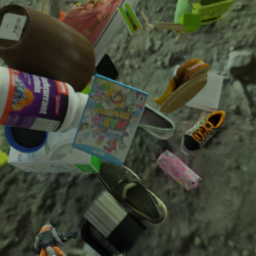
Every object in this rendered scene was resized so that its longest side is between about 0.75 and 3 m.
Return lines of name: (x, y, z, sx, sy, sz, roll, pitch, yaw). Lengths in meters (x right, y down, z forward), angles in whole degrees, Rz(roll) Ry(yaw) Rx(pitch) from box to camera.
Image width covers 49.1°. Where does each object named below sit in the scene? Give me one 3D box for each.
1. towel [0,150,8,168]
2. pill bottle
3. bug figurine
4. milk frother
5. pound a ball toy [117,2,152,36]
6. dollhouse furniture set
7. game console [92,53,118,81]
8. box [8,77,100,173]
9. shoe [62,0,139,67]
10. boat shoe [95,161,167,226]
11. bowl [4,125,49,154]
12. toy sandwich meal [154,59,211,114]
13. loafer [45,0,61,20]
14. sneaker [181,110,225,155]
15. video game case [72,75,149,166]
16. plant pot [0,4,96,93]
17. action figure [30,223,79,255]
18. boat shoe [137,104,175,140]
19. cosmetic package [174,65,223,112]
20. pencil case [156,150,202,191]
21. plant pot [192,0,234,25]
towel: (-5.083, 0.401, 8.383, 2.983, 0.269, 1.284, 39, 52, 11)
pill bottle: (-1.585, -0.439, 5.188, 1.750, 0.975, 0.975, 10, 68, -37)
bug figurine: (-2.033, -4.690, 10.009, 2.075, 0.689, 2.676, 2, 72, 0)
milk frother: (-0.553, 2.637, 7.197, 1.565, 1.664, 1.502, 40, 81, 12)
pound a ball toy: (0.160, -2.413, 6.237, 0.491, 0.320, 0.752, -29, 96, 10)
dollhouse furniture set: (1.086, -3.047, 6.716, 1.154, 2.989, 1.494, 4, 98, 2)
game console: (-1.249, -1.771, 9.339, 1.723, 0.208, 1.016, -26, 74, -7)
box: (-1.937, -0.061, 8.127, 2.266, 1.241, 2.568, 1, 70, 6)
shoe: (-0.738, -2.938, 7.169, 1.289, 1.013, 2.834, 35, 110, -7)
boat shoe: (0.042, 1.715, 7.825, 2.505, 0.823, 0.895, 39, 80, 18)
bowl: (-2.546, 0.083, 7.083, 1.116, 0.219, 1.116, 1, 100, 3)
toy sandwich meal: (1.080, -0.821, 5.743, 1.344, 1.344, 0.460, -34, 76, -10)
loafer: (-1.824, -3.159, 6.795, 0.369, 0.421, 1.172, 23, 107, 38)
sneaker: (2.267, 0.085, 8.504, 0.701, 0.692, 1.791, 42, 79, 10)
video game case: (-0.283, -0.101, 4.220, 0.842, 0.105, 1.177, 21, 102, 3)
plant pot: (-1.770, -1.570, 5.576, 1.712, 1.831, 1.712, -2, 81, 14)
action figure: (-1.646, 2.606, 6.347, 1.152, 0.603, 1.115, -21, 41, -20)
boat shoe: (0.379, -0.404, 8.623, 2.306, 0.739, 0.850, 30, 75, 9)
cosmetic package: (2.186, -1.266, 9.073, 1.561, 0.403, 1.177, 15, 71, 4)
pencil case: (1.462, 1.255, 8.200, 1.331, 0.582, 0.582, 41, 77, 13)
plant pot: (2.700, -4.327, 9.664, 1.241, 1.127, 1.235, -15, 73, -4)
